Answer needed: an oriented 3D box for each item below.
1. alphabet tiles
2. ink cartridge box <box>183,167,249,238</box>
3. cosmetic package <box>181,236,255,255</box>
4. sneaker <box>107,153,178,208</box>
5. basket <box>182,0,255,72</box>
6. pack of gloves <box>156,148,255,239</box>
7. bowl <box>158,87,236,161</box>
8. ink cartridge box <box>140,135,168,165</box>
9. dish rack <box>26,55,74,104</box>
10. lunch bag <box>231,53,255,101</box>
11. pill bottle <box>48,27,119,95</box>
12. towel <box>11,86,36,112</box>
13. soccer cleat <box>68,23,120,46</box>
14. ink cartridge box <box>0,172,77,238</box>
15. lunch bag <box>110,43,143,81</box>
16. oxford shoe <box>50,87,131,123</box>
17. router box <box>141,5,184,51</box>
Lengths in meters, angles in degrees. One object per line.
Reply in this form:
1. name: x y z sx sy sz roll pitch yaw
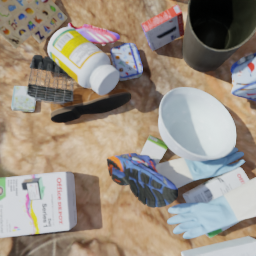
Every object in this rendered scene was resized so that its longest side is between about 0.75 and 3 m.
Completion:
1. alphabet tiles: -3.120 -3.440 8.514 1.758 0.079 2.104 45 61 -19
2. ink cartridge box: 2.656 2.065 7.928 1.740 0.731 1.270 -26 80 -5
3. cosmetic package: 2.761 4.540 7.474 2.039 0.699 2.704 -11 79 -4
4. sneaker: 0.413 1.160 7.364 1.030 2.627 0.990 -23 116 -26
5. basket: 2.382 -2.677 7.853 1.746 2.567 2.314 17 82 6
6. pack of gloves: 2.177 1.691 7.667 2.757 0.544 2.316 -18 47 1
7. bowl: 1.717 0.056 7.708 2.243 1.008 2.243 10 55 -15
8. ink cartridge box: 0.724 0.743 8.424 0.623 0.319 0.843 28 115 5
9. dish rack: -2.200 -1.354 8.099 1.381 0.491 1.800 6 53 -16
10. lunch bag: 4.277 -1.340 7.559 2.867 2.297 1.083 11 75 -24
11. pill bottle: -1.196 -1.803 7.729 1.944 1.096 1.096 41 82 17
12. towel: -3.225 -0.903 8.701 0.690 0.194 0.806 5 75 -15
13. soccer cleat: -1.066 -2.902 8.602 1.603 0.535 0.613 2 121 3
14. ink cartridge box: -2.626 2.099 7.823 2.157 0.906 1.562 -6 80 -1
15. lunch bag: -0.031 -2.119 8.883 0.922 0.435 1.151 -15 82 -4
16. oxford shoe: -1.152 -0.899 8.468 2.486 0.887 0.886 -12 66 -5
17. router box: 1.072 -2.933 8.342 1.136 1.266 0.309 -26 75 10
